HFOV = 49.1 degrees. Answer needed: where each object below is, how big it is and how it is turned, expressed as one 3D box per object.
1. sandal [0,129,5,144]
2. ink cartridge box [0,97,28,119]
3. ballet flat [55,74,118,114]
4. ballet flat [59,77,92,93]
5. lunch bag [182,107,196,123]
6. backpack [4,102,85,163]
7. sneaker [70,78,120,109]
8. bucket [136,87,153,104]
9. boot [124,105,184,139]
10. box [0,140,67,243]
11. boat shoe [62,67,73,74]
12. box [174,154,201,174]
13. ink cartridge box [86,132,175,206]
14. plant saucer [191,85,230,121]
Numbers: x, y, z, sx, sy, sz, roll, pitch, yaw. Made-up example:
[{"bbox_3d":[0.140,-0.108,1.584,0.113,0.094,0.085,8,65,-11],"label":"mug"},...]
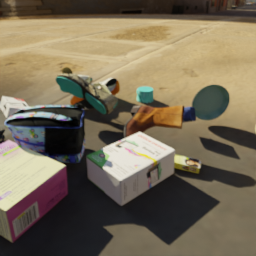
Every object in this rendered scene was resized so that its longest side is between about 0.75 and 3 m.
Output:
[{"bbox_3d":[-4.482,0.452,9.603,0.274,0.430,1.145,32,28,-12],"label":"sandal"},{"bbox_3d":[-4.446,-0.751,11.055,0.861,0.500,1.193,7,22,-40],"label":"ink cartridge box"},{"bbox_3d":[-1.528,-1.487,10.920,2.731,0.926,1.028,32,58,19],"label":"ballet flat"},{"bbox_3d":[-2.197,-1.875,12.111,1.645,0.558,0.619,-9,15,32],"label":"ballet flat"},{"bbox_3d":[2.116,-0.468,10.153,0.516,0.530,0.781,-8,-4,28],"label":"lunch bag"},{"bbox_3d":[-2.492,0.128,8.614,2.242,1.508,2.047,0,20,-6],"label":"backpack"},{"bbox_3d":[-1.631,-1.505,12.921,2.597,0.983,1.195,-27,16,-35],"label":"sneaker"},{"bbox_3d":[0.797,-1.561,13.161,0.865,0.563,0.865,0,27,0],"label":"bucket"},{"bbox_3d":[0.859,-0.026,9.026,1.791,0.613,1.686,4,48,23],"label":"boot"},{"bbox_3d":[-2.917,1.425,6.941,2.093,1.012,1.841,19,33,23],"label":"box"},{"bbox_3d":[-2.972,-2.482,14.301,0.527,0.485,1.475,-24,61,-16],"label":"boat shoe"},{"bbox_3d":[1.661,1.056,8.434,1.007,0.252,0.379,11,42,15],"label":"box"},{"bbox_3d":[0.104,1.044,7.919,2.073,0.870,1.501,-23,36,-36],"label":"ink cartridge box"},{"bbox_3d":[3.141,-1.006,10.814,1.515,1.515,0.272,-3,30,-6],"label":"plant saucer"}]
